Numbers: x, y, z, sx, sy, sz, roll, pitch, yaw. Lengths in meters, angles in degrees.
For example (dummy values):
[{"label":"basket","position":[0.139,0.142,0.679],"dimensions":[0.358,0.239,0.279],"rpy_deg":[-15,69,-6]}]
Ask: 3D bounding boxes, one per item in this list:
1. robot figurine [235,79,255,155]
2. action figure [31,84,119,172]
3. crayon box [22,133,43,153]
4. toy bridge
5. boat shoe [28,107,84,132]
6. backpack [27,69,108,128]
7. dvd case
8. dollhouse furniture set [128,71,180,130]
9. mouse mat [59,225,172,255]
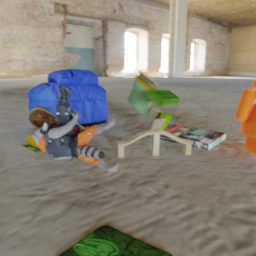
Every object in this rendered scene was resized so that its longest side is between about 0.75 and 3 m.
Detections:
[{"label":"robot figurine","position":[4.042,-0.474,7.771],"dimensions":[1.867,2.596,1.514],"rpy_deg":[15,7,22]},{"label":"action figure","position":[-1.386,0.148,6.831],"dimensions":[2.175,2.248,1.176],"rpy_deg":[2,31,18]},{"label":"crayon box","position":[-2.611,0.388,9.151],"dimensions":[0.931,0.373,1.467],"rpy_deg":[14,19,37]},{"label":"toy bridge","position":[0.804,0.439,8.177],"dimensions":[2.258,0.759,0.307],"rpy_deg":[-2,20,-5]},{"label":"boat shoe","position":[-2.108,0.047,8.489],"dimensions":[1.915,0.689,0.647],"rpy_deg":[27,21,-25]},{"label":"backpack","position":[-2.631,-1.151,11.474],"dimensions":[2.867,2.406,2.330],"rpy_deg":[-12,11,-29]},{"label":"dvd case","position":[2.069,0.262,9.991],"dimensions":[2.314,0.255,1.689],"rpy_deg":[10,17,35]},{"label":"dollhouse furniture set","position":[0.557,-0.969,9.753],"dimensions":[1.025,1.337,2.041],"rpy_deg":[-9,43,-46]},{"label":"mouse mat","position":[-0.189,1.841,3.953],"dimensions":[1.376,0.052,1.108],"rpy_deg":[9,16,35]}]
